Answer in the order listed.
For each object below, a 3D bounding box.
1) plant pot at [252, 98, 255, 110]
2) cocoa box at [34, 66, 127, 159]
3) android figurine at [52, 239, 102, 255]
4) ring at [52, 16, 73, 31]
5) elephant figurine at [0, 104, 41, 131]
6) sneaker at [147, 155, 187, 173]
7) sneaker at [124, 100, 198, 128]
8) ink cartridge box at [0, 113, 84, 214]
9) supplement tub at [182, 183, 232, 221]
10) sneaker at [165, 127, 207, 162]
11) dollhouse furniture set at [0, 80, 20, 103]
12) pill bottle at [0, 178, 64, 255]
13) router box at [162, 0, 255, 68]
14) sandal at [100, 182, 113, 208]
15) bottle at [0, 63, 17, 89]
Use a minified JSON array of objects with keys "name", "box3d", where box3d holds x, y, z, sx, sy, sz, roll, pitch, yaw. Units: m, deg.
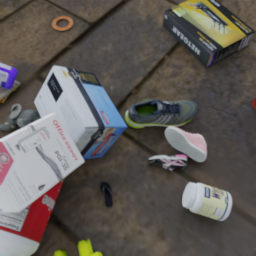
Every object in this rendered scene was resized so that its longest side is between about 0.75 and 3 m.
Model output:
[{"name":"plant pot","box3d":[5.877,-0.762,8.237,2.667,2.353,2.670,-17,62,-9]},{"name":"cocoa box","box3d":[-1.438,-0.407,8.200,1.518,1.543,2.313,0,50,-47]},{"name":"android figurine","box3d":[-1.095,3.831,6.501,1.987,0.448,2.183,-21,58,1]},{"name":"ring","box3d":[-2.710,-4.304,11.587,0.862,0.083,0.862,0,61,0]},{"name":"elephant figurine","box3d":[-3.441,-0.285,8.888,1.313,0.929,1.019,22,32,29]},{"name":"sneaker","box3d":[1.165,1.069,8.287,1.190,0.478,0.514,-3,80,9]},{"name":"sneaker","box3d":[1.086,-0.481,8.775,2.358,0.954,0.871,-9,77,-6]},{"name":"ink cartridge box","box3d":[-2.141,0.705,6.225,1.955,0.809,1.432,-38,104,-45]},{"name":"supplement tub","box3d":[2.084,1.944,7.470,1.098,0.796,0.796,18,61,-3]},{"name":"sneaker","box3d":[1.778,0.367,8.475,1.446,0.544,0.756,37,38,0]},{"name":"dollhouse furniture set","box3d":[-5.092,-1.642,9.905,2.292,0.885,1.146,36,57,-2]},{"name":"pill bottle","box3d":[-2.797,2.090,6.988,1.659,1.659,2.955,12,62,7]},{"name":"router box","box3d":[3.060,-3.907,10.961,2.217,0.736,2.819,-30,64,-16]},{"name":"sandal","box3d":[-0.593,1.873,7.976,0.291,0.164,0.767,-16,61,-9]},{"name":"bottle","box3d":[-4.652,-1.905,9.203,1.808,0.755,0.590,19,38,-21]}]
